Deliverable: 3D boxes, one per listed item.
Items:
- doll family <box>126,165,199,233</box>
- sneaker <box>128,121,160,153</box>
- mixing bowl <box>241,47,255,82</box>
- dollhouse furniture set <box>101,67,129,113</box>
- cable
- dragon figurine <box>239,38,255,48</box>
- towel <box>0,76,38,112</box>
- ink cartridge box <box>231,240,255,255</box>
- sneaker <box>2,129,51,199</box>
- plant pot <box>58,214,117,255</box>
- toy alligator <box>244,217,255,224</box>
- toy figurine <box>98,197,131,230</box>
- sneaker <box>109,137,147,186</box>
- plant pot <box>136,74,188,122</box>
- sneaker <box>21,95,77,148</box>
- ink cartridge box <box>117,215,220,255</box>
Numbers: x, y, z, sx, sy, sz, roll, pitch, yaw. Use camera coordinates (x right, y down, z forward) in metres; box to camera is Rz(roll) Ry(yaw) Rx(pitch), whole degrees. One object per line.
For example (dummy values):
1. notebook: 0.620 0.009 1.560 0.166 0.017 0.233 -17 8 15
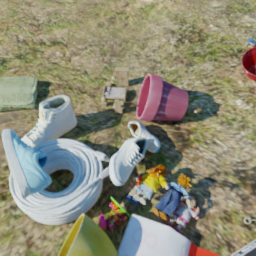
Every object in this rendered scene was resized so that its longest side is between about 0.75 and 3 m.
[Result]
1. doll family: 1.163 1.966 8.632 2.396 1.079 1.487 30 56 23
2. sneaker: 0.548 0.335 10.163 1.514 0.611 0.579 47 109 30
3. mixing bowl: 5.900 -2.695 12.471 1.705 0.924 1.705 -6 63 12
4. dollhouse furniture set: -0.574 -1.608 11.693 1.000 0.854 1.929 4 50 7
5. cable: -2.228 1.618 8.999 2.860 0.990 2.860 30 58 23
6. dragon figurine: 6.253 -4.392 14.399 1.114 0.328 0.554 19 53 15
7. towel: -5.101 -1.477 11.750 2.475 0.452 1.836 -3 53 -9
8. ink cartridge box: 3.439 4.095 6.447 2.828 0.614 2.802 -23 78 -18
9. sneaker: -3.053 0.943 8.477 1.081 0.976 2.639 -15 50 -27
10. plant pot: -1.045 3.348 7.269 1.273 1.794 1.794 30 53 -7
11. toy alligator: 4.260 2.768 8.386 1.487 0.357 0.493 -3 62 -1
12. toy figurine: -0.469 2.704 8.427 0.918 0.689 0.845 46 77 -12
13. sneaker: 0.054 0.934 8.991 0.792 0.817 2.237 -26 21 30
14. plant pot: 1.337 -1.019 10.804 1.635 1.826 1.826 13 50 -11
15. sneaker: -3.132 -0.067 9.972 1.048 1.644 2.846 33 59 23
16. ink cartridge box: 1.081 3.925 7.276 2.998 0.855 2.436 13 51 16
